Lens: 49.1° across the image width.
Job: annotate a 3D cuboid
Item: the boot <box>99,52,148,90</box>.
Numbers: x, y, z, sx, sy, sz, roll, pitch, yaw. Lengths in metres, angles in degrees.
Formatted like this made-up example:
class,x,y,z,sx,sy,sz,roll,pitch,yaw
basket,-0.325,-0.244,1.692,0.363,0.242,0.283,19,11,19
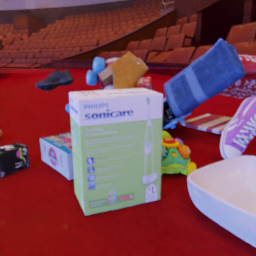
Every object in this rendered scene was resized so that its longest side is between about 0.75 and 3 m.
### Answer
class,x,y,z,sx,sy,sz,roll,pitch,yaw
boot,0.119,-1.714,10.605,1.685,2.354,0.828,-35,-17,-1

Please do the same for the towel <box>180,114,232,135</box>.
class,x,y,z,sx,sy,sz,roll,pitch,yaw
towel,3.831,-0.089,11.645,1.981,0.313,2.751,-15,20,-37

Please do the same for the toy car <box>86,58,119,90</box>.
class,x,y,z,sx,sy,sz,roll,pitch,yaw
toy car,-0.599,-1.711,12.108,1.930,2.094,1.852,2,-24,-27

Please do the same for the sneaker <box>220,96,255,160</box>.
class,x,y,z,sx,sy,sz,roll,pitch,yaw
sneaker,3.323,-0.009,7.692,0.751,2.073,1.182,27,-5,-11

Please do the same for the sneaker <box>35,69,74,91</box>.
class,x,y,z,sx,sy,sz,roll,pitch,yaw
sneaker,-2.298,-1.494,8.658,1.169,0.531,0.444,-19,-11,-25

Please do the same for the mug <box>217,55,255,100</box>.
class,x,y,z,sx,sy,sz,roll,pitch,yaw
mug,4.645,-2.076,10.441,2.781,2.468,1.855,4,58,-12

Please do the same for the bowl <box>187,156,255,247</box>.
class,x,y,z,sx,sy,sz,roll,pitch,yaw
bowl,2.531,1.404,5.361,2.315,0.865,2.319,-10,20,-32

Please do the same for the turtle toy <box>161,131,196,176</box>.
class,x,y,z,sx,sy,sz,roll,pitch,yaw
turtle toy,1.062,0.680,7.768,1.323,0.918,1.816,-2,16,-8

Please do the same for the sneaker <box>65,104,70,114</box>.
class,x,y,z,sx,sy,sz,roll,pitch,yaw
sneaker,-2.391,-1.117,14.048,0.811,0.965,2.460,-15,21,-37

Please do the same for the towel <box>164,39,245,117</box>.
class,x,y,z,sx,sy,sz,roll,pitch,yaw
towel,2.404,-1.570,9.296,0.655,1.507,2.698,19,-43,-42

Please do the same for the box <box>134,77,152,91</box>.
class,x,y,z,sx,sy,sz,roll,pitch,yaw
box,0.532,-1.572,11.998,0.917,0.878,1.839,-4,20,9

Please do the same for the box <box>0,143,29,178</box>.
class,x,y,z,sx,sy,sz,roll,pitch,yaw
box,-3.246,0.857,7.632,0.550,0.658,0.885,12,20,35

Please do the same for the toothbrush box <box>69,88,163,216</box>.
class,x,y,z,sx,sy,sz,roll,pitch,yaw
toothbrush box,-0.258,0.426,5.990,1.738,2.387,1.028,-7,18,-21

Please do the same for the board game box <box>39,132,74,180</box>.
class,x,y,z,sx,sy,sz,roll,pitch,yaw
board game box,-1.123,0.622,8.310,2.374,0.763,1.752,-13,20,-38

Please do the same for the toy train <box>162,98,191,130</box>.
class,x,y,z,sx,sy,sz,roll,pitch,yaw
toy train,1.465,-0.604,11.211,1.707,1.295,2.988,-28,3,40
